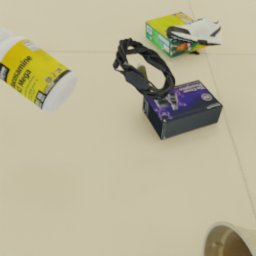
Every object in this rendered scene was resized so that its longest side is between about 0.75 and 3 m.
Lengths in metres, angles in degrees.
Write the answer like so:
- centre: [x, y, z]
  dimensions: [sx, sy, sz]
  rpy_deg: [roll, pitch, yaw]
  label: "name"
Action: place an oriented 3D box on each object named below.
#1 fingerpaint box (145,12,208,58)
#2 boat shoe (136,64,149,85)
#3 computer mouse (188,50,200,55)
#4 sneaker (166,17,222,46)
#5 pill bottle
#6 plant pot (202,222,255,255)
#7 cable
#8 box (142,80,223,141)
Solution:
- centre: [2.304, -4.491, 13.406]
  dimensions: [2.092, 0.920, 2.508]
  rpy_deg: [-21, 45, -15]
  label: "fingerpaint box"
- centre: [0.386, -1.332, 7.596]
  dimensions: [0.316, 0.844, 0.289]
  rpy_deg: [-9, 32, -8]
  label: "boat shoe"
- centre: [3.158, -3.767, 13.364]
  dimensions: [0.523, 0.199, 0.756]
  rpy_deg: [6, 48, 7]
  label: "computer mouse"
- centre: [2.200, -3.245, 9.335]
  dimensions: [2.138, 0.855, 0.788]
  rpy_deg: [-3, 12, -26]
  label: "sneaker"
- centre: [-2.631, -1.537, 7.438]
  dimensions: [2.326, 1.308, 1.308]
  rpy_deg: [36, 53, -2]
  label: "pill bottle"
- centre: [3.012, 3.091, 5.959]
  dimensions: [2.007, 2.192, 2.192]
  rpy_deg: [2, 46, -15]
  label: "plant pot"
- centre: [0.480, -1.617, 7.730]
  dimensions: [1.995, 0.507, 1.628]
  rpy_deg: [24, 49, -24]
  label: "cable"
- centre: [1.896, -0.694, 10.069]
  dimensions: [2.326, 0.917, 1.642]
  rpy_deg: [-17, 52, -15]
  label: "box"
